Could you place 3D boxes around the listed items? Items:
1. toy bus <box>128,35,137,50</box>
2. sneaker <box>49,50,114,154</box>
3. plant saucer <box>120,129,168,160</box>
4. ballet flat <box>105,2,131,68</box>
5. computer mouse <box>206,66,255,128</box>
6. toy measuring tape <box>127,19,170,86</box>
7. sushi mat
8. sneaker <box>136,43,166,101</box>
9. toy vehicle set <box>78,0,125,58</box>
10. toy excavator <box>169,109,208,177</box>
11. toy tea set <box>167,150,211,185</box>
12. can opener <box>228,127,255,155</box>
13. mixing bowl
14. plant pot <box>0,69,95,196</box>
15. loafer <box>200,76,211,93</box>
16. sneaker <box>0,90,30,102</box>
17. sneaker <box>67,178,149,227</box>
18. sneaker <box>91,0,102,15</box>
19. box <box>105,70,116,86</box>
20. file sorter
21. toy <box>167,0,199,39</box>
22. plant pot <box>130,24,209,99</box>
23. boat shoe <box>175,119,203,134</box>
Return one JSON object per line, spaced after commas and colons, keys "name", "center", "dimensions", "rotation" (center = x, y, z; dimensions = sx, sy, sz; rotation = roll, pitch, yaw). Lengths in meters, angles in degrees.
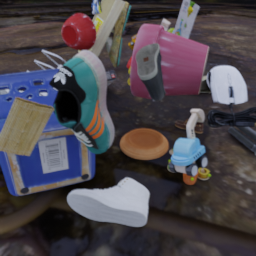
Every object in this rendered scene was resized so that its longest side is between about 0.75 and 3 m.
{"name": "toy bus", "center": [0.575, -4.056, 12.775], "dimensions": [1.197, 0.390, 0.469], "rotation": [-26, 57, 19]}
{"name": "sneaker", "center": [-0.997, -0.227, 5.791], "dimensions": [0.952, 2.668, 1.066], "rotation": [30, 56, 28]}
{"name": "plant saucer", "center": [0.572, 0.497, 9.976], "dimensions": [1.737, 0.325, 1.737], "rotation": [0, 32, 0]}
{"name": "ballet flat", "center": [-0.580, -3.936, 11.791], "dimensions": [0.946, 2.677, 0.946], "rotation": [12, 12, -2]}
{"name": "computer mouse", "center": [2.581, -0.982, 7.254], "dimensions": [1.392, 0.557, 2.539], "rotation": [-2, 44, 5]}
{"name": "toy measuring tape", "center": [0.715, -2.792, 10.730], "dimensions": [1.039, 2.823, 1.039], "rotation": [26, 25, -13]}
{"name": "sushi mat", "center": [-2.066, 0.033, 5.506], "dimensions": [0.715, 1.494, 0.090], "rotation": [17, 39, -29]}
{"name": "sneaker", "center": [0.621, -1.492, 7.413], "dimensions": [0.638, 0.907, 1.707], "rotation": [-10, 42, 20]}
{"name": "toy vehicle set", "center": [-1.165, -4.012, 11.379], "dimensions": [0.364, 2.745, 1.706], "rotation": [19, 23, -30]}
{"name": "toy excavator", "center": [1.530, 0.339, 6.887], "dimensions": [1.297, 1.333, 0.666], "rotation": [-30, 25, -37]}
{"name": "toy tea set", "center": [1.772, 1.107, 8.704], "dimensions": [0.934, 0.581, 1.570], "rotation": [-21, 37, -31]}
{"name": "can opener", "center": [4.554, 0.584, 9.753], "dimensions": [0.818, 0.652, 2.445], "rotation": [22, 19, -30]}
{"name": "mixing bowl", "center": [-1.837, -3.280, 9.789], "dimensions": [1.301, 1.301, 0.705], "rotation": [15, 30, 24]}
{"name": "plant pot", "center": [-2.392, 0.156, 8.189], "dimensions": [2.895, 2.895, 2.603], "rotation": [-9, 38, -17]}
{"name": "loafer", "center": [4.142, -2.160, 13.894], "dimensions": [2.478, 0.937, 0.846], "rotation": [-12, 33, -1]}
{"name": "sneaker", "center": [-5.007, -1.482, 12.995], "dimensions": [1.880, 0.692, 1.086], "rotation": [30, 39, 25]}
{"name": "sneaker", "center": [-0.461, 1.830, 7.440], "dimensions": [2.075, 0.765, 1.199], "rotation": [14, 31, 4]}
{"name": "sneaker", "center": [-1.054, -3.995, 9.083], "dimensions": [0.309, 0.278, 0.751], "rotation": [-15, 64, 22]}
{"name": "box", "center": [-1.959, -2.130, 13.510], "dimensions": [2.528, 0.439, 1.391], "rotation": [-18, -2, -27]}
{"name": "file sorter", "center": [-3.385, -1.829, 11.626], "dimensions": [1.621, 1.455, 2.336], "rotation": [27, 81, 37]}
{"name": "toy", "center": [2.125, -4.103, 12.121], "dimensions": [0.637, 2.697, 1.553], "rotation": [31, 21, 29]}
{"name": "plant pot", "center": [1.391, -2.012, 9.132], "dimensions": [2.144, 2.396, 2.396], "rotation": [12, 33, 12]}
{"name": "boat shoe", "center": [2.394, -0.140, 10.961], "dimensions": [1.150, 0.404, 0.405], "rotation": [15, 36, 26]}
